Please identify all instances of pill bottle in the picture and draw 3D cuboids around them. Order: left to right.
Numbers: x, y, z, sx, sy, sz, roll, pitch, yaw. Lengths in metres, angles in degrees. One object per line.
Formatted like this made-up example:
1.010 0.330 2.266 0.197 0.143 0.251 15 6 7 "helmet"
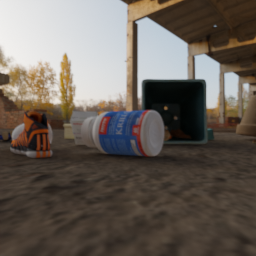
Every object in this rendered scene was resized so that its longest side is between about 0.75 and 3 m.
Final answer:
-0.215 0.147 8.120 2.265 1.271 1.271 -1 1 31 "pill bottle"

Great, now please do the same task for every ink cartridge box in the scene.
-1.713 0.020 11.433 1.027 0.618 1.413 0 -43 4 "ink cartridge box"

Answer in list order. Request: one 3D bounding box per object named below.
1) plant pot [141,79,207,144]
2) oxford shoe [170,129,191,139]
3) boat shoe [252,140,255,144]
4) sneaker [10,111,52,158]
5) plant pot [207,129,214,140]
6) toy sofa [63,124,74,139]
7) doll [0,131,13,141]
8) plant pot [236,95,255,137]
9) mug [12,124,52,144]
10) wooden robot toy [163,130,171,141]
1.963 -0.627 13.383 2.829 2.821 2.881 0 -3 0 "plant pot"
2.471 0.293 13.336 0.445 0.445 1.247 14 0 -44 "oxford shoe"
5.825 0.536 11.951 1.028 0.347 0.370 0 1 -2 "boat shoe"
-2.816 0.149 8.218 0.867 1.252 2.235 -1 1 -42 "sneaker"
4.048 0.401 14.861 0.790 0.558 0.559 -11 2 -5 "plant pot"
-2.573 -0.031 17.184 1.116 1.315 2.695 1 2 38 "toy sofa"
-6.074 0.443 14.070 1.276 0.453 1.870 -10 0 -34 "doll"
7.243 -0.568 14.959 2.511 2.190 2.511 9 0 0 "plant pot"
-3.360 0.355 9.943 1.149 0.967 1.310 -6 -32 21 "mug"
1.395 0.157 11.735 0.988 0.959 2.177 23 18 1 "wooden robot toy"
